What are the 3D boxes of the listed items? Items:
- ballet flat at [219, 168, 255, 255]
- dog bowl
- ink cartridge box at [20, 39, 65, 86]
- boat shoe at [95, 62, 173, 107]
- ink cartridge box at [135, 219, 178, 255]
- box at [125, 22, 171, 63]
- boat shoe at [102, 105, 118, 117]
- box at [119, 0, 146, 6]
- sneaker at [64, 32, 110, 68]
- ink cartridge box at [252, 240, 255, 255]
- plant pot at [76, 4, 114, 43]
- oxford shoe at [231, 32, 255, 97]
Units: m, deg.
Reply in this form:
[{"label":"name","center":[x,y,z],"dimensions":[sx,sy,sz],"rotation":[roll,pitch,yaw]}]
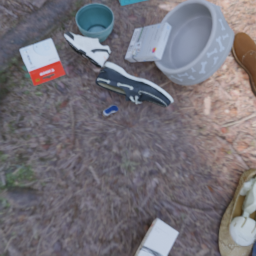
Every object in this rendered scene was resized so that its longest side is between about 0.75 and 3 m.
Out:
[{"label":"ballet flat","center":[3.448,2.478,8.200],"dimensions":[1.053,0.975,2.988],"rotation":[20,70,8]},{"label":"dog bowl","center":[2.035,-2.963,9.536],"dimensions":[0.858,2.927,2.927],"rotation":[16,60,-42]},{"label":"ink cartridge box","center":[-3.223,-2.488,10.533],"dimensions":[1.260,0.372,1.575],"rotation":[-22,68,-9]},{"label":"boat shoe","center":[0.153,-1.281,9.644],"dimensions":[2.890,1.093,0.872],"rotation":[29,81,27]},{"label":"ink cartridge box","center":[0.624,3.435,7.683],"dimensions":[0.706,1.204,1.644],"rotation":[31,71,12]},{"label":"box","center":[0.685,-3.029,10.049],"dimensions":[1.629,0.335,1.270],"rotation":[10,80,51]},{"label":"boat shoe","center":[-0.641,-0.577,9.705],"dimensions":[0.750,0.272,0.271],"rotation":[-26,78,-49]},{"label":"box","center":[0.907,-6.123,11.819],"dimensions":[2.874,0.706,1.182],"rotation":[-16,69,-6]},{"label":"sneaker","center":[-1.445,-2.911,9.971],"dimensions":[1.955,0.721,0.782],"rotation":[37,85,15]},{"label":"ink cartridge box","center":[4.095,3.259,7.596],"dimensions":[0.838,1.497,2.194],"rotation":[18,69,6]},{"label":"plant pot","center":[-1.229,-3.901,10.796],"dimensions":[1.411,0.945,1.411],"rotation":[0,68,1]},{"label":"oxford shoe","center":[4.688,-2.506,10.210],"dimensions":[1.030,1.030,2.889],"rotation":[-16,67,-5]}]
